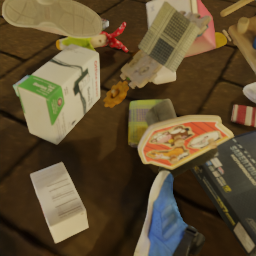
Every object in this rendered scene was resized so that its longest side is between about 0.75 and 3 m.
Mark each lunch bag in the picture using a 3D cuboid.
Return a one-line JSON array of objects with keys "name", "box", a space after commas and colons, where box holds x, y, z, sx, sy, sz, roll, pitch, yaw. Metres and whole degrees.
[{"name": "lunch bag", "box": [-3.395, -1.413, 9.890, 0.932, 0.568, 0.794, 15, 46, 22]}]

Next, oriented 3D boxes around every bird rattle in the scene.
[{"name": "bird rattle", "box": [-1.584, -3.661, 11.540, 2.442, 1.687, 2.995, 17, 42, 38]}]

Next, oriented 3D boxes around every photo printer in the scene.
[{"name": "photo printer", "box": [4.647, -1.253, 9.873, 1.004, 0.348, 0.835, -19, 49, -17]}]

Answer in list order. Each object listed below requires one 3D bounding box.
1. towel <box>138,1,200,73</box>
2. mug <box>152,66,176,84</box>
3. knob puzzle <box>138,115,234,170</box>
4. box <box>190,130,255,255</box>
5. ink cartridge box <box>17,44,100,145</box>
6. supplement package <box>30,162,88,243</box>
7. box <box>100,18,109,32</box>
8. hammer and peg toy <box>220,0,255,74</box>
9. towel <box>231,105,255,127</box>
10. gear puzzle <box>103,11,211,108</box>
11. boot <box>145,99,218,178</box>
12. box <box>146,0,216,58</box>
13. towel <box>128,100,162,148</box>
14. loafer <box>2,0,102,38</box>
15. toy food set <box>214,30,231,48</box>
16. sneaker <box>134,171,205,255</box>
[{"name": "towel", "box": [0.730, -1.588, 4.951, 0.887, 0.921, 0.159, 28, 9, -25]}, {"name": "mug", "box": [1.251, -1.970, 10.468, 0.787, 0.959, 0.768, -21, 81, -8]}, {"name": "knob puzzle", "box": [0.908, 0.307, 4.919, 1.825, 1.825, 0.253, -8, 57, -8]}, {"name": "box", "box": [3.146, 1.425, 6.961, 2.214, 0.716, 2.808, -13, 47, -14]}, {"name": "ink cartridge box", "box": [-1.947, -1.096, 8.625, 1.077, 1.902, 2.594, 21, 50, 16]}, {"name": "supplement package", "box": [-1.620, 1.715, 6.580, 0.822, 0.854, 1.501, -20, 48, -21]}, {"name": "box", "box": [-1.774, -4.916, 13.512, 1.170, 0.323, 1.461, 21, 49, 20]}, {"name": "hammer and peg toy", "box": [3.452, -2.431, 7.023, 1.755, 0.841, 2.386, -23, 66, 1]}, {"name": "towel", "box": [4.020, -0.361, 9.159, 1.173, 0.133, 0.845, 14, 49, 15]}, {"name": "gear puzzle", "box": [0.564, -1.444, 6.358, 2.907, 0.381, 1.506, -44, 32, 5]}, {"name": "boot", "box": [1.310, 0.101, 7.549, 0.763, 1.912, 2.103, 29, 44, -36]}, {"name": "box", "box": [1.619, -2.972, 8.266, 1.318, 2.061, 1.123, -9, 83, 33]}, {"name": "towel", "box": [0.746, -0.161, 8.888, 1.496, 0.237, 2.083, -1, 45, 0]}, {"name": "loafer", "box": [-2.283, -3.386, 8.603, 2.924, 1.051, 0.919, 0, 13, -27]}, {"name": "toy food set", "box": [3.956, -3.842, 12.470, 1.199, 0.392, 0.706, -26, 75, -21]}, {"name": "sneaker", "box": [1.038, 2.091, 6.144, 1.314, 0.907, 2.363, 8, 50, 16]}]
